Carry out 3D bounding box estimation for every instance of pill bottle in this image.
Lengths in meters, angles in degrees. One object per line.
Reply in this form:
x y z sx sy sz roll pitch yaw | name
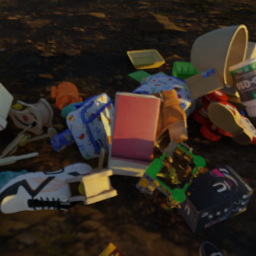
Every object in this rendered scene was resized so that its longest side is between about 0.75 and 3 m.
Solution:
5.285 -1.724 11.898 1.294 2.288 1.294 -24 6 3 | pill bottle

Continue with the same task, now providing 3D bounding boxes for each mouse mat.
0.751 -2.783 15.262 1.081 0.051 1.343 -24 42 -28 | mouse mat

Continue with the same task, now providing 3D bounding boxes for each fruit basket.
3.126 -3.110 14.937 1.605 1.158 1.605 -1 55 2 | fruit basket

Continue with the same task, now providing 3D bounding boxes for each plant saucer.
0.983 -4.000 16.512 1.855 0.449 1.855 -7 38 -10 | plant saucer

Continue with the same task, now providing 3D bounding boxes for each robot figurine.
-2.779 -1.432 12.710 1.246 1.010 1.733 -12 38 -4 | robot figurine

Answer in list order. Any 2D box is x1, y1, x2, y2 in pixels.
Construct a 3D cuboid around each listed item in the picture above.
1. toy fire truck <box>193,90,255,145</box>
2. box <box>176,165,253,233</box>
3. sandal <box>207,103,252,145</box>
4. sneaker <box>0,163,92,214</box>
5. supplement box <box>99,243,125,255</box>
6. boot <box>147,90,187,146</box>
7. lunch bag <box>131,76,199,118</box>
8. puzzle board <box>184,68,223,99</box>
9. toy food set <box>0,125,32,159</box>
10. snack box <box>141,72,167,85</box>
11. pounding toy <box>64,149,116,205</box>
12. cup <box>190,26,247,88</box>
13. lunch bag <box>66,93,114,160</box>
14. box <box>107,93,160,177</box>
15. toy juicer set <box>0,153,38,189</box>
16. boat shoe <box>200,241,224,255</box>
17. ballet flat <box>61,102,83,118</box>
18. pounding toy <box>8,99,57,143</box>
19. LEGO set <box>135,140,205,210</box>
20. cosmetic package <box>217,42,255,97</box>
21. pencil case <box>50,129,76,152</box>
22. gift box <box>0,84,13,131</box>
3.981 -0.405 11.294 2.114 1.411 2.517 16 33 -18 | toy fire truck
2.451 2.030 8.210 1.878 0.996 1.148 -16 40 -18 | box
3.503 -0.309 9.650 2.133 0.782 0.702 41 47 -19 | sandal
-2.344 1.938 8.281 2.977 1.097 1.191 -15 42 -18 | sneaker
-0.141 3.562 5.857 1.463 1.443 0.972 28 45 31 | supplement box
0.794 -0.284 10.404 2.613 0.963 2.021 -10 72 0 | boot
1.552 -1.249 12.093 2.432 1.506 2.068 29 45 21 | lunch bag
2.971 -1.752 11.087 1.228 0.107 0.925 -22 68 10 | puzzle board
-4.093 0.666 10.195 1.138 0.331 1.648 -28 24 38 | toy food set
1.502 -2.356 14.427 1.410 0.374 1.003 -23 43 -27 | snack box
-1.124 1.303 7.647 1.266 1.270 2.214 -12 -5 -10 | pounding toy
3.784 -3.136 12.068 1.797 2.513 2.513 18 40 33 | cup
-1.136 -0.135 9.986 0.927 1.966 2.453 -13 19 23 | lunch bag
0.137 0.145 8.772 1.308 2.400 1.535 6 9 -2 | box
-4.097 1.778 8.927 1.622 0.694 2.550 1 39 29 | toy juicer set
2.225 3.357 6.797 0.595 0.486 1.612 -15 31 -3 | boat shoe
-1.763 -0.737 12.025 2.178 0.733 0.767 -14 39 -19 | ballet flat
-3.866 -0.332 10.976 2.387 1.365 1.369 17 42 22 | pounding toy
1.141 1.366 7.861 1.511 1.139 1.965 30 53 6 | LEGO set
5.053 -2.848 13.327 1.328 2.487 1.122 22 9 29 | cosmetic package
-2.267 0.325 10.699 0.569 0.633 1.458 -4 23 48 | pencil case
-6.200 -0.849 10.095 2.615 2.834 2.647 -32 36 11 | gift box
